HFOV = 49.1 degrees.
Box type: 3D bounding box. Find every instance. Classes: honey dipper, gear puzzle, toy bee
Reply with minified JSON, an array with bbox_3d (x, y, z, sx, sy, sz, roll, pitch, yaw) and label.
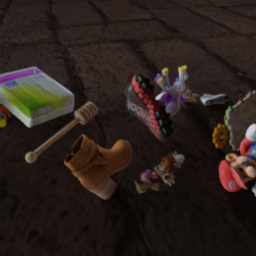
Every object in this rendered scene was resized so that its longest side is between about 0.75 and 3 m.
[{"bbox_3d":[-2.239,0.128,9.468,0.564,0.564,2.970,28,55,31],"label":"honey dipper"},{"bbox_3d":[3.561,-0.084,9.262,2.938,1.522,0.385,-29,21,-36],"label":"gear puzzle"},{"bbox_3d":[-5.073,-0.380,10.180,1.716,0.933,1.123,6,28,-46],"label":"toy bee"}]

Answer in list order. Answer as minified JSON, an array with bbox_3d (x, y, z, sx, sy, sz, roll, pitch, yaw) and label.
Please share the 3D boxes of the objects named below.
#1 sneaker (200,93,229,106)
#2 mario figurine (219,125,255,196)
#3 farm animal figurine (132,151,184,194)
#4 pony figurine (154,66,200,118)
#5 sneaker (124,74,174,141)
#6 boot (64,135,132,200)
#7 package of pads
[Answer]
[{"bbox_3d":[3.547,-1.283,11.631,1.137,0.427,0.657,-10,37,-11],"label":"sneaker"},{"bbox_3d":[3.641,0.910,7.718,2.472,1.310,1.526,-36,56,-9],"label":"mario figurine"},{"bbox_3d":[0.932,1.337,7.827,0.723,1.386,1.370,55,23,10],"label":"farm animal figurine"},{"bbox_3d":[1.681,-1.341,10.523,1.757,1.820,1.516,-26,42,10],"label":"pony figurine"},{"bbox_3d":[0.647,-0.566,10.063,0.934,1.291,2.643,-3,60,-51],"label":"sneaker"},{"bbox_3d":[-0.812,0.749,7.896,0.806,1.632,2.102,-16,36,44],"label":"boot"},{"bbox_3d":[-3.650,-1.270,10.795,2.710,0.924,2.094,36,40,26],"label":"package of pads"}]
